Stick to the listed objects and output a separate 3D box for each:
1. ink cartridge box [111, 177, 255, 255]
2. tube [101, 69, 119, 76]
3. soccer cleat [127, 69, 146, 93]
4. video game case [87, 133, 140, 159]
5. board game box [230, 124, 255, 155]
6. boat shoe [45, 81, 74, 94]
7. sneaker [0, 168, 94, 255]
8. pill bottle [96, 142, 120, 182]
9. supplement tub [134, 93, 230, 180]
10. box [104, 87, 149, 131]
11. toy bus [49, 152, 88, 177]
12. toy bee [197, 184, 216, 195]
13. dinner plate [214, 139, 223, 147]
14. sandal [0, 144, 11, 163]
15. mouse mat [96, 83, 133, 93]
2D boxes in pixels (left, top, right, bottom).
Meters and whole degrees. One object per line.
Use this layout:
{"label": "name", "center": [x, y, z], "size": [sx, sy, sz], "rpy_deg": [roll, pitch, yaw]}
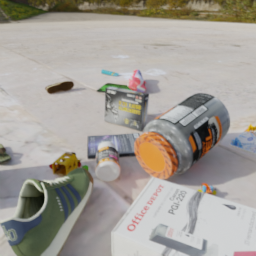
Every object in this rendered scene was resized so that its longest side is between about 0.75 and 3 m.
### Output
{"label": "ink cartridge box", "center": [1.265, 2.234, 5.462], "size": [2.670, 1.132, 1.945], "rpy_deg": [12, 30, 27]}
{"label": "tube", "center": [-1.145, -3.456, 17.757], "size": [1.160, 0.292, 0.449], "rpy_deg": [16, 44, 20]}
{"label": "soccer cleat", "center": [0.552, -2.570, 15.528], "size": [0.987, 0.861, 2.582], "rpy_deg": [30, 22, -7]}
{"label": "video game case", "center": [-0.455, 0.607, 9.765], "size": [1.914, 0.182, 1.367], "rpy_deg": [-4, 27, -6]}
{"label": "board game box", "center": [4.848, 0.489, 9.926], "size": [1.829, 0.237, 1.828], "rpy_deg": [21, 33, 36]}
{"label": "boat shoe", "center": [-3.687, -2.226, 14.994], "size": [1.548, 0.558, 0.557], "rpy_deg": [-23, 35, -26]}
{"label": "sneaker", "center": [-1.725, 1.542, 6.311], "size": [0.992, 1.329, 2.960], "rpy_deg": [-25, 20, 23]}
{"label": "pill bottle", "center": [-0.621, 0.967, 8.383], "size": [0.705, 0.705, 1.212], "rpy_deg": [-3, 31, -5]}
{"label": "supplement tub", "center": [1.658, 0.221, 8.556], "size": [2.905, 1.780, 1.780], "rpy_deg": [-32, 40, -34]}
{"label": "box", "center": [-0.102, -0.778, 11.087], "size": [1.798, 1.424, 0.435], "rpy_deg": [16, 23, 28]}
{"label": "toy bus", "center": [-1.800, 1.012, 8.438], "size": [1.047, 0.574, 1.110], "rpy_deg": [-10, 27, -26]}
{"label": "toy bee", "center": [2.069, 1.731, 7.391], "size": [0.493, 0.409, 0.753], "rpy_deg": [4, 1, 20]}
{"label": "dinner plate", "center": [2.258, 0.067, 10.720], "size": [2.675, 0.324, 2.675], "rpy_deg": [0, 25, 0]}
{"label": "sandal", "center": [-4.240, 0.788, 9.159], "size": [0.538, 0.387, 1.355], "rpy_deg": [-18, 32, -32]}
{"label": "mouse mat", "center": [-0.591, -2.135, 15.326], "size": [1.944, 0.073, 1.564], "rpy_deg": [8, 28, 17]}
